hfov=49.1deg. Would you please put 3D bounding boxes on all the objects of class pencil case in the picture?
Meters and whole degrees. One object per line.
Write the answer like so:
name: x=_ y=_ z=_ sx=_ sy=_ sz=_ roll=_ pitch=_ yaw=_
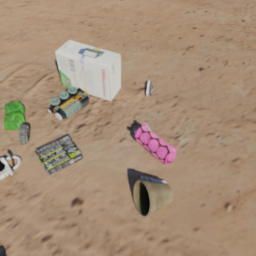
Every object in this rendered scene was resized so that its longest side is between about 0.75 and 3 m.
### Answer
pencil case: x=1.128 y=0.640 z=11.414 sx=1.912 sy=0.896 sz=0.868 roll=39 pitch=27 yaw=28

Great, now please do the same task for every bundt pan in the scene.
bundt pan: x=-4.365 y=0.274 z=11.816 sx=0.345 sy=0.920 sz=0.920 roll=1 pitch=46 yaw=-10

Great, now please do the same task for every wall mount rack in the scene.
wall mount rack: x=-5.747 y=1.443 z=10.620 sx=2.868 sy=1.069 sz=2.492 roll=-34 pitch=44 yaw=-29

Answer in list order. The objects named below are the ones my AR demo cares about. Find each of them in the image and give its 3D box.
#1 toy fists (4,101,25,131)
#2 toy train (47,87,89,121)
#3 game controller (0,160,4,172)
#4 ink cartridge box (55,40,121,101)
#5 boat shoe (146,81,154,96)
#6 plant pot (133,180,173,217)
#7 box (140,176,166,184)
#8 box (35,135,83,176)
toy fists: x=-5.169 y=-0.576 z=12.785 sx=0.876 sy=0.591 sz=1.719 roll=-5 pitch=45 yaw=-17
toy train: x=-2.776 y=-1.151 z=13.201 sx=1.138 sy=0.851 sz=1.997 roll=38 pitch=59 yaw=19
game controller: x=-5.310 y=1.589 z=10.652 sx=1.244 sy=0.262 sz=0.649 roll=-19 pitch=35 yaw=-6
ink cartridge box: x=-1.881 y=-2.802 z=13.818 sx=2.918 sy=2.120 sz=1.277 roll=20 pitch=50 yaw=18
boat shoe: x=1.144 y=-2.030 z=14.317 sx=0.337 sy=0.357 sz=0.995 roll=6 pitch=50 yaw=6
plant pot: x=0.924 y=2.377 z=9.756 sx=1.081 sy=1.246 sz=1.246 roll=-3 pitch=45 yaw=-24
box: x=0.923 y=2.039 z=10.590 sx=0.993 sy=0.206 sz=0.192 roll=11 pitch=36 yaw=8
box: x=-2.813 y=1.088 z=11.409 sx=1.561 sy=0.346 sz=1.251 roll=-27 pitch=53 yaw=-22
